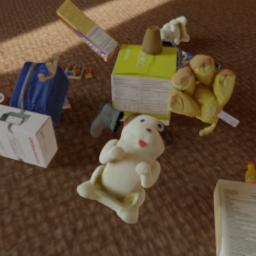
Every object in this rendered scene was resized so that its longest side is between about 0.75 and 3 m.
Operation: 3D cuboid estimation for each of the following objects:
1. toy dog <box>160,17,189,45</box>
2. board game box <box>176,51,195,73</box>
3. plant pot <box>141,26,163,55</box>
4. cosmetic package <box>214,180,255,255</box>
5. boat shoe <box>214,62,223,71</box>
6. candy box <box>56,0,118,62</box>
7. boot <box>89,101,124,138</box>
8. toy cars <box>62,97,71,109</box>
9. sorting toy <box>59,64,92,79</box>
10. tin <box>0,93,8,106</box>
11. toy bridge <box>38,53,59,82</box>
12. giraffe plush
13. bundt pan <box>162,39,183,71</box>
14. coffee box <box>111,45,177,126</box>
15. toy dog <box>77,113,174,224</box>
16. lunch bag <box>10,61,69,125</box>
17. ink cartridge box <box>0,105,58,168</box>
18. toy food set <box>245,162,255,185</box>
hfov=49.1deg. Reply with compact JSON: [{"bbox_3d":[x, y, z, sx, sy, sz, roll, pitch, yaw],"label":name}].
[{"bbox_3d":[2.224,-5.437,16.249,2.085,1.455,2.022,-36,42,-30],"label":"toy dog"},{"bbox_3d":[2.607,-3.660,15.146,2.316,0.399,1.568,35,55,30],"label":"board game box"},{"bbox_3d":[0.981,-3.558,11.234,0.869,0.932,0.869,-1,44,1],"label":"plant pot"},{"bbox_3d":[3.289,2.882,8.230,1.348,0.911,2.562,8,46,8],"label":"cosmetic package"},{"bbox_3d":[3.614,-2.375,11.190,0.257,0.852,0.322,14,80,49],"label":"boat shoe"},{"bbox_3d":[-1.727,-4.137,12.168,2.711,1.581,0.765,41,89,-8],"label":"candy box"},{"bbox_3d":[-0.837,-0.113,10.620,0.558,1.647,1.076,-1,34,-48],"label":"boot"},{"bbox_3d":[-3.249,-1.245,12.782,1.657,0.367,0.743,23,47,16],"label":"toy cars"},{"bbox_3d":[-2.779,-2.942,14.486,1.950,0.330,0.940,5,45,5],"label":"sorting toy"},{"bbox_3d":[-6.426,-1.071,12.609,1.871,0.392,1.048,-18,52,-17],"label":"tin"},{"bbox_3d":[-2.886,-2.198,10.424,0.203,0.502,1.492,3,49,15],"label":"toy bridge"},{"bbox_3d":[2.679,-1.264,10.536,2.415,2.799,2.270,-41,15,9],"label":"giraffe plush"},{"bbox_3d":[2.015,-3.523,14.126,1.845,1.845,0.692,36,39,31],"label":"bundt pan"},{"bbox_3d":[0.715,-1.863,11.911,2.442,2.414,2.438,6,45,6],"label":"coffee box"},{"bbox_3d":[0.228,0.906,7.788,1.803,2.583,2.505,31,13,18],"label":"toy dog"},{"bbox_3d":[-3.716,-1.323,11.567,1.718,1.764,2.597,9,70,8],"label":"lunch bag"},{"bbox_3d":[-3.991,0.283,10.219,2.476,1.807,1.041,13,46,11],"label":"ink cartridge box"},{"bbox_3d":[5.233,1.410,9.103,1.256,2.631,1.184,38,43,-15],"label":"toy food set"}]
